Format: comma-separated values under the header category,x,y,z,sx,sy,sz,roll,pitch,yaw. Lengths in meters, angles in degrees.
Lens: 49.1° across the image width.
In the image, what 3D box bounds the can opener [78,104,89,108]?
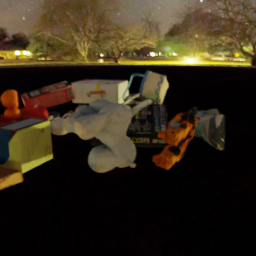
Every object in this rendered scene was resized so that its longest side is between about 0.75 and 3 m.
category,x,y,z,sx,sy,sz,roll,pitch,yaw
can opener,-2.001,-0.796,12.361,0.406,0.513,1.543,-41,12,-14

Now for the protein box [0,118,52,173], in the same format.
category,x,y,z,sx,sy,sz,roll,pitch,yaw
protein box,-2.726,0.420,7.473,0.771,1.134,1.142,8,18,25

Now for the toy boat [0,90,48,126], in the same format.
category,x,y,z,sx,sy,sz,roll,pitch,yaw
toy boat,-3.968,-0.493,9.667,1.623,1.626,2.487,12,18,34

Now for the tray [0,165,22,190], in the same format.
category,x,y,z,sx,sy,sz,roll,pitch,yaw
tray,-3.297,1.098,6.565,1.543,0.286,0.761,7,14,32

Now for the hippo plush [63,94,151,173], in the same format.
category,x,y,z,sx,sy,sz,roll,pitch,yaw
hippo plush,-0.473,0.195,7.163,2.055,1.653,1.637,-20,22,-12

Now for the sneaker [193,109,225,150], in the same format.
category,x,y,z,sx,sy,sz,roll,pitch,yaw
sneaker,2.431,0.040,9.152,1.214,1.091,2.811,-1,10,10

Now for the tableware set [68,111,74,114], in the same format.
category,x,y,z,sx,sy,sz,roll,pitch,yaw
tableware set,-2.442,-0.800,13.523,0.833,0.128,0.561,-8,18,-27

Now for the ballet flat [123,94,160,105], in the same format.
category,x,y,z,sx,sy,sz,roll,pitch,yaw
ballet flat,0.488,-1.213,13.596,2.318,0.860,0.860,12,20,40

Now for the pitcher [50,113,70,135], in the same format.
category,x,y,z,sx,sy,sz,roll,pitch,yaw
pitcher,-2.364,-0.156,10.209,0.986,0.598,0.846,-8,55,-33

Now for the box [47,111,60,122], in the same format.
category,x,y,z,sx,sy,sz,roll,pitch,yaw
box,-3.750,-0.439,11.905,1.107,0.342,1.386,7,17,28

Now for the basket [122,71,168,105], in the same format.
category,x,y,z,sx,sy,sz,roll,pitch,yaw
basket,0.900,-2.048,14.818,2.129,1.481,1.877,13,63,19

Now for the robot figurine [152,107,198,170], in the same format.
category,x,y,z,sx,sy,sz,roll,pitch,yaw
robot figurine,1.347,0.206,7.556,0.594,1.481,2.042,21,28,20

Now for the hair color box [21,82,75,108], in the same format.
category,x,y,z,sx,sy,sz,roll,pitch,yaw
hair color box,-3.831,-1.492,13.377,2.264,0.693,1.149,-20,30,-21

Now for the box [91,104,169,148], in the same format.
category,x,y,z,sx,sy,sz,roll,pitch,yaw
box,0.127,-0.164,9.892,2.514,0.619,2.603,-1,25,4

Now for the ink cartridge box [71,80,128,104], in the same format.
category,x,y,z,sx,sy,sz,roll,pitch,yaw
ink cartridge box,-1.553,-2.102,16.139,2.770,1.155,2.011,5,17,16
